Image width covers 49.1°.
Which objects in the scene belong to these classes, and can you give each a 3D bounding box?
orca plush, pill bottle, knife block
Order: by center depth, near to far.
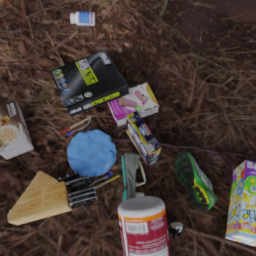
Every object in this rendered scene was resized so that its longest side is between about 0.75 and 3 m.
[{"bbox_3d":[0.484,3.198,7.764,1.304,1.304,2.309,-7,94,-3],"label":"pill bottle"},{"bbox_3d":[1.441,3.108,8.342,0.581,1.105,0.393,3,82,3],"label":"orca plush"},{"bbox_3d":[-2.212,2.375,8.793,2.067,0.753,2.354,27,67,13],"label":"knife block"},{"bbox_3d":[-1.976,-4.741,12.183,1.024,0.575,0.575,1,65,-6],"label":"pill bottle"}]

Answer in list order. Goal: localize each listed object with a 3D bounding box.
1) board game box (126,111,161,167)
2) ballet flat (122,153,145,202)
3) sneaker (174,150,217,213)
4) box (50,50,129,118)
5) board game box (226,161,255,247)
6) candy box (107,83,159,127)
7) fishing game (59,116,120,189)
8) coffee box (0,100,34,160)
[{"bbox_3d":[0.479,0.380,9.440,0.439,1.280,1.549,-27,68,-12],"label":"board game box"},{"bbox_3d":[0.175,1.942,8.962,0.782,0.827,2.454,3,63,-5],"label":"ballet flat"},{"bbox_3d":[2.189,1.683,9.161,0.858,0.786,2.015,-8,71,-43],"label":"sneaker"},{"bbox_3d":[-1.477,-1.724,10.449,2.332,0.574,2.414,-24,52,-7],"label":"box"},{"bbox_3d":[3.849,2.340,8.577,1.160,1.181,2.252,14,65,6],"label":"board game box"},{"bbox_3d":[0.156,-0.887,10.457,1.673,0.510,1.141,-20,66,-10],"label":"candy box"},{"bbox_3d":[-1.237,0.855,9.574,1.681,0.365,2.348,-30,87,-13],"label":"fishing game"},{"bbox_3d":[-4.149,0.051,9.903,1.029,0.717,1.799,-21,67,-10],"label":"coffee box"}]
